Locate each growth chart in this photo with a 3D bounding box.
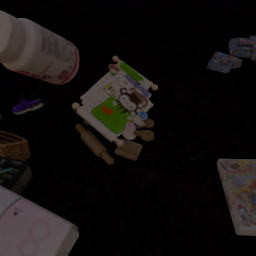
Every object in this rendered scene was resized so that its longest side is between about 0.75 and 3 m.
[{"bbox_3d":[-0.215,-0.762,7.412,1.839,0.225,2.541,32,53,3],"label":"growth chart"}]

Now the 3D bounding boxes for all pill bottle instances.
[{"bbox_3d":[-2.137,-1.733,6.316,1.139,1.139,2.010,26,7,28],"label":"pill bottle"}]

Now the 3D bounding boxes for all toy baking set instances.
[{"bbox_3d":[-0.387,-0.018,7.337,1.820,0.276,2.372,-31,56,-31],"label":"toy baking set"}]

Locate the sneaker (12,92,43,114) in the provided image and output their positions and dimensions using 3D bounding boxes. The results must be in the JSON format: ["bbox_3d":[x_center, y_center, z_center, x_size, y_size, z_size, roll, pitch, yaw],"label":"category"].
[{"bbox_3d":[-2.776,-0.708,7.560,1.042,0.518,0.362,-11,24,29],"label":"sneaker"}]

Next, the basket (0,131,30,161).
[{"bbox_3d":[-2.954,0.340,6.539,1.177,0.877,0.840,15,41,20],"label":"basket"}]

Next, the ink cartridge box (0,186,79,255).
[{"bbox_3d":[-2.095,2.134,4.106,1.874,0.658,2.306,19,56,21],"label":"ink cartridge box"}]

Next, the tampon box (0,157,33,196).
[{"bbox_3d":[-2.527,1.131,5.784,0.671,0.565,0.895,9,36,10],"label":"tampon box"}]

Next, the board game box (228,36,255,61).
[{"bbox_3d":[4.905,-3.150,11.127,1.576,0.486,1.575,7,39,8],"label":"board game box"}]

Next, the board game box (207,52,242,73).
[{"bbox_3d":[3.596,-2.406,10.351,1.022,0.316,1.023,20,43,24],"label":"board game box"}]

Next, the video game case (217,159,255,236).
[{"bbox_3d":[3.030,1.368,5.785,2.004,0.229,1.824,1,39,2],"label":"video game case"}]
